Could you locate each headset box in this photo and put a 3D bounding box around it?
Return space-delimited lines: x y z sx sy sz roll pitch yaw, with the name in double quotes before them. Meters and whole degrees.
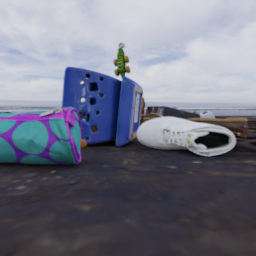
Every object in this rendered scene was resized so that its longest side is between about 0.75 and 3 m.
"headset box" 2.124 -0.428 13.785 1.910 0.991 2.566 11 2 -17

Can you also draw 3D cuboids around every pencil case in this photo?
"pencil case" -2.167 0.113 5.432 2.591 1.197 1.103 0 34 6

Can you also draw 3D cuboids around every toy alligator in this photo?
"toy alligator" -0.235 -2.106 8.609 0.472 1.425 0.342 -14 -24 16

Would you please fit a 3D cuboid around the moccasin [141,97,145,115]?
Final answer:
"moccasin" 0.382 -0.823 15.581 1.057 1.116 2.891 30 -24 12

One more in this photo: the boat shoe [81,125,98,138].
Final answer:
"boat shoe" -1.041 0.065 8.858 1.474 0.530 0.478 -9 -4 10

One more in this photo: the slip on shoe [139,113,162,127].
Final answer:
"slip on shoe" 0.909 -0.032 11.830 0.783 0.983 2.585 32 -15 -32

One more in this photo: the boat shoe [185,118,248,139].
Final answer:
"boat shoe" 3.207 0.020 10.368 2.263 0.796 0.797 2 -3 26

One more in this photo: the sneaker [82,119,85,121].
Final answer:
"sneaker" -1.767 -0.313 11.030 0.594 0.658 1.607 16 48 3

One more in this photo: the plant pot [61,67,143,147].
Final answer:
"plant pot" -0.719 -0.614 9.055 2.137 2.377 2.376 6 5 11

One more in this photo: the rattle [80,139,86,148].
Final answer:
"rattle" -1.801 0.203 8.066 0.770 0.702 1.078 -12 17 -37

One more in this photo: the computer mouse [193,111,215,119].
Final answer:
"computer mouse" 3.889 -0.514 14.457 0.377 0.942 1.718 -36 1 -7

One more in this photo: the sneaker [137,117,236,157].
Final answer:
"sneaker" 1.374 0.174 7.046 2.505 0.923 1.448 2 1 11
